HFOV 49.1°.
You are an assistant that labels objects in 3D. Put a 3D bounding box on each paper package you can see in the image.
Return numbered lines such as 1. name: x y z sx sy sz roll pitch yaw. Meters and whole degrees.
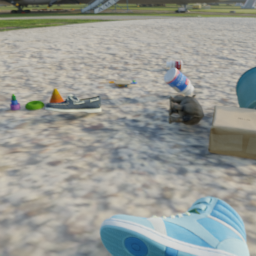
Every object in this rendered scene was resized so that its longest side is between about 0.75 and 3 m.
1. paper package: 3.319 0.088 8.167 1.766 0.913 1.683 8 28 16

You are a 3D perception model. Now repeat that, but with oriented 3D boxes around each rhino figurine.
1. rhino figurine: 2.015 -0.738 9.846 1.146 0.784 2.621 4 19 8

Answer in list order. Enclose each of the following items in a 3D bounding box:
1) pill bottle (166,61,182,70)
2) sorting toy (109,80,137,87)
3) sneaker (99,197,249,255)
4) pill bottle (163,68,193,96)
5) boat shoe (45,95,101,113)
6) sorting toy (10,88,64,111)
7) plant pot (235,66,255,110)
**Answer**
1. pill bottle: 2.586 -3.528 15.718 0.855 0.483 0.483 2 27 4
2. sorting toy: -0.242 -2.099 13.268 1.357 0.185 0.764 2 23 3
3. sneaker: 0.858 1.764 4.875 2.461 0.979 1.607 17 32 11
4. pill bottle: 2.137 -1.871 11.674 1.258 0.706 0.706 31 13 -29
5. boat shoe: -1.867 -0.855 9.801 2.037 0.630 0.763 -2 10 -26
6. sorting toy: -3.497 -1.136 10.793 2.075 0.715 0.719 -5 28 -12
7. plant pot: 4.541 -0.900 9.354 1.822 1.822 1.712 9 40 16
